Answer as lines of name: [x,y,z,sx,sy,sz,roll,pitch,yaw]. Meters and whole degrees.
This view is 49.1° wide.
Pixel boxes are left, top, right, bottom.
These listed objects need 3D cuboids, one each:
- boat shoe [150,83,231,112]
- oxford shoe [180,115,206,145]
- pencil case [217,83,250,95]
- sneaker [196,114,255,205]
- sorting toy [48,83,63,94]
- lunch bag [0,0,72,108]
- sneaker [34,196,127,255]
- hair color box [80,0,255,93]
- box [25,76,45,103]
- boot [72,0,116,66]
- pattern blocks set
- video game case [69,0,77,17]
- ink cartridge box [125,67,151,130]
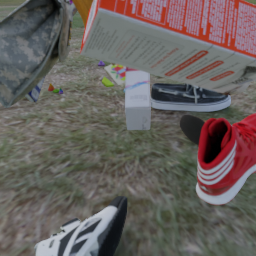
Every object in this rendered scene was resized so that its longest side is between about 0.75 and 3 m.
boat shoe: [2.246,-1.237,9.974,2.860,0.977,1.056,3,29,5]
oxford shoe: [2.316,0.198,7.888,1.942,0.693,0.692,34,25,35]
pencil case: [1.674,-1.585,6.465,2.691,1.047,1.204,13,39,-36]
sneaker: [1.568,0.140,3.854,0.707,1.042,1.804,21,53,35]
sorting toy: [-2.958,-1.620,11.390,0.827,0.285,0.287,21,35,34]
lunch bag: [-1.985,-1.815,5.925,2.332,1.371,1.913,-45,19,11]
sneaker: [-0.849,1.861,4.459,1.112,0.931,2.512,15,32,21]
hair color box: [0.516,-0.905,2.804,1.802,0.576,0.999,13,-10,-16]
box: [-2.562,-1.662,7.790,0.271,1.015,1.675,14,74,4]
boot: [-0.268,-1.975,5.150,0.713,1.451,2.027,-25,11,22]
pattern blocks set: [-0.206,-1.567,7.959,1.447,0.117,1.272,36,62,16]
video game case: [-1.950,-3.432,8.582,0.222,1.237,1.121,35,-11,-11]
ink cartridge box: [0.165,-0.533,4.713,0.396,0.698,0.957,-1,59,3]
